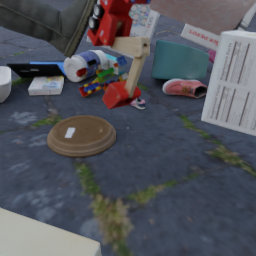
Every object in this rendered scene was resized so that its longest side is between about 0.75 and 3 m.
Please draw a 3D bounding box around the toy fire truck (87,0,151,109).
[{"bbox_3d":[-0.076,-1.676,5.339,0.582,2.388,1.684,-17,66,-36],"label":"toy fire truck"}]

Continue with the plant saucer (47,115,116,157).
[{"bbox_3d":[-1.258,0.144,7.634,1.888,0.278,1.888,0,32,0],"label":"plant saucer"}]

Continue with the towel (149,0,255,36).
[{"bbox_3d":[1.423,-2.699,5.759,2.096,0.354,2.195,22,0,4],"label":"towel"}]

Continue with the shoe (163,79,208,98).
[{"bbox_3d":[2.051,-1.392,9.913,1.538,0.550,0.700,-6,25,-18],"label":"shoe"}]

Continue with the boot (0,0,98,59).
[{"bbox_3d":[-2.500,-3.554,8.143,2.777,2.524,1.007,30,29,-11],"label":"boot"}]

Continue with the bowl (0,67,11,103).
[{"bbox_3d":[-5.101,-1.410,9.741,2.086,0.780,2.089,-11,33,-17],"label":"bowl"}]

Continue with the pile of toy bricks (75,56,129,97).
[{"bbox_3d":[-0.959,-1.899,10.528,2.218,1.230,1.095,-26,0,-21],"label":"pile of toy bricks"}]

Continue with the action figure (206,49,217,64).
[{"bbox_3d":[4.211,-2.665,11.948,1.403,1.560,2.095,-37,49,12],"label":"action figure"}]

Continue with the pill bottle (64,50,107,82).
[{"bbox_3d":[-1.693,-2.621,11.553,0.998,0.998,1.798,18,36,28],"label":"pill bottle"}]

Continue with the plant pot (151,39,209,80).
[{"bbox_3d":[2.006,-2.498,10.739,1.969,1.392,1.391,9,13,8],"label":"plant pot"}]

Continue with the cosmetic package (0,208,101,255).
[{"bbox_3d":[-1.896,1.986,3.809,2.800,1.023,1.449,12,33,17],"label":"cosmetic package"}]

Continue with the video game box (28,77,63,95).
[{"bbox_3d":[-3.048,-1.598,10.537,1.107,0.284,1.215,-4,31,-3],"label":"video game box"}]

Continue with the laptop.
[{"bbox_3d":[-3.484,-2.616,11.350,1.912,1.114,2.157,0,-10,2],"label":"laptop"}]

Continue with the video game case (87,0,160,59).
[{"bbox_3d":[-0.167,-3.559,9.450,2.199,2.002,0.261,24,19,13],"label":"video game case"}]

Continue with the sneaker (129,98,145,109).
[{"bbox_3d":[0.247,-0.894,9.301,0.814,0.334,0.286,22,37,32],"label":"sneaker"}]

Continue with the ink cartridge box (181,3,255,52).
[{"bbox_3d":[2.721,-3.381,8.022,1.608,2.228,0.933,26,27,7],"label":"ink cartridge box"}]

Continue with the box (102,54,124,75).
[{"bbox_3d":[-0.749,-2.809,12.286,0.344,0.577,1.401,-23,38,-34],"label":"box"}]

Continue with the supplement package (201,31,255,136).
[{"bbox_3d":[2.352,-0.676,4.390,1.840,1.386,1.396,18,26,24],"label":"supplement package"}]
